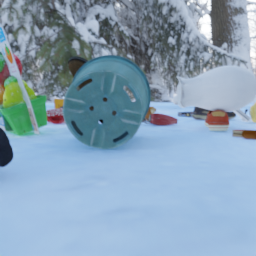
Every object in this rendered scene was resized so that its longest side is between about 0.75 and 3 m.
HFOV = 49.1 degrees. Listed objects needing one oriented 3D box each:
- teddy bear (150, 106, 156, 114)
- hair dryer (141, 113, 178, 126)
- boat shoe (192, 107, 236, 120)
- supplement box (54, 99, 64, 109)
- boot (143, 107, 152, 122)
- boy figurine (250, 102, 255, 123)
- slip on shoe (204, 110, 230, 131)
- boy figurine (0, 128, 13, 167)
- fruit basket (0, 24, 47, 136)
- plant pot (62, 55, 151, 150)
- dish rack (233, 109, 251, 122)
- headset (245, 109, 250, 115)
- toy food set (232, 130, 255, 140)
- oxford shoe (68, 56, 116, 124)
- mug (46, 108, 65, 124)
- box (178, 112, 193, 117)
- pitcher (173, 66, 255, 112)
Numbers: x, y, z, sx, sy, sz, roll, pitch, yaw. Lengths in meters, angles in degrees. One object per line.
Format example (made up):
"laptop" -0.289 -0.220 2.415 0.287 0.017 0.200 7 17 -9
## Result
"teddy bear" 0.533 -1.097 15.922 2.194 0.732 1.590 4 6 31
"hair dryer" 1.084 -0.339 10.440 1.597 0.434 1.216 8 6 33
"boat shoe" 3.858 -0.715 12.468 1.975 0.724 0.736 -1 7 -7
"supplement box" -2.257 -0.907 13.238 2.840 0.945 0.977 5 8 33
"boot" 0.886 -0.620 11.637 0.937 0.727 0.359 6 9 43
"boy figurine" 5.954 -0.713 11.750 1.693 0.877 2.723 -1 5 42
"slip on shoe" 2.942 -0.318 9.248 0.822 0.679 2.218 0 5 15
"boy figurine" -2.562 0.326 3.780 1.902 0.613 1.183 -1 31 23
"fruit basket" -3.381 -1.184 7.759 1.304 2.783 2.578 -31 23 -30
"plant pot" -0.479 -0.565 6.289 2.103 2.103 2.060 0 14 1
"dish rack" 4.340 -0.587 11.027 1.055 0.230 0.905 43 11 15
"headset" 6.506 -0.712 14.381 1.268 0.596 0.783 14 5 -20
"toy food set" 3.402 0.127 6.923 1.223 0.303 1.923 -5 8 -35
"oxford shoe" -1.176 -1.182 9.535 0.991 2.727 1.151 -12 39 33
"mug" -2.722 -0.478 10.911 0.973 0.649 0.863 -1 4 18
"box" 3.265 -0.706 14.628 0.976 0.243 0.969 -4 7 -28
"pitcher" 2.629 -1.126 8.920 2.312 1.401 1.983 -6 -5 0
